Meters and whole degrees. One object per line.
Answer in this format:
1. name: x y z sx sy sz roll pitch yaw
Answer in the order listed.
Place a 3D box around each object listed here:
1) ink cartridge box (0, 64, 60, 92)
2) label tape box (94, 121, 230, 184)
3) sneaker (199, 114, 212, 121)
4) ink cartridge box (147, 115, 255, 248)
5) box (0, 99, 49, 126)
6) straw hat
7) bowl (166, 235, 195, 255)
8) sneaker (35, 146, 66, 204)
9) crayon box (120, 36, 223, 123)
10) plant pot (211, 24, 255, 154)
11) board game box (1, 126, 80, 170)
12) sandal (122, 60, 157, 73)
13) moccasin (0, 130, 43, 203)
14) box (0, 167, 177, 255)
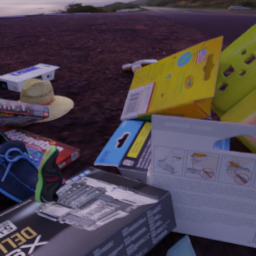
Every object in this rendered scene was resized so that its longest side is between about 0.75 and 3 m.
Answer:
1. ink cartridge box: -4.424 -2.326 12.755 1.300 0.513 2.615 15 32 27
2. label tape box: 0.841 0.750 6.280 2.634 0.871 1.887 7 32 18
3. sneaker: 1.247 -0.345 8.395 2.750 1.036 1.079 -4 32 -4
4. ink cartridge box: 1.660 0.854 4.501 2.700 2.343 0.588 7 29 13
5. box: -3.365 -0.408 7.747 1.309 0.381 1.912 -12 -11 36
6. straw hat: -3.218 -1.180 9.892 2.553 1.080 2.553 1 27 0
7. bowl: 0.826 2.034 4.079 0.424 0.810 0.810 -22 27 5
8. sneaker: -1.160 0.724 4.314 0.429 1.024 0.393 11 26 -9
9. crayon box: 1.157 -0.982 7.030 2.775 0.705 1.761 -12 53 46
10. plant pot: 3.390 -0.684 6.636 2.491 2.503 2.271 37 26 -25
11. board game box: -2.742 0.584 7.306 2.695 0.262 1.388 15 28 27
12. sandal: 0.575 -2.839 13.682 0.929 0.695 2.424 -9 7 -31
13. moccasin: -2.508 0.597 5.728 2.581 0.880 1.039 34 3 13
14. box: -0.986 1.616 4.257 2.769 0.689 2.184 -23 19 -38
